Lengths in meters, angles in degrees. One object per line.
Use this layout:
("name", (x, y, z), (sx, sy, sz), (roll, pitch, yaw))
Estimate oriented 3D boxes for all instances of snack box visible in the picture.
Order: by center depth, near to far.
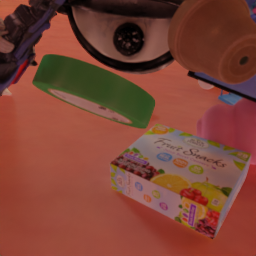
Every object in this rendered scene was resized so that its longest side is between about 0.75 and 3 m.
("snack box", (0.963, 0.795, 5.150), (2.012, 0.681, 1.697), (21, 38, 30))

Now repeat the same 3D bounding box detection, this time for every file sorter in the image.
("file sorter", (3.644, -1.195, 8.321), (1.453, 0.891, 1.008), (-13, 32, -20))

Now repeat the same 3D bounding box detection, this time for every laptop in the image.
("laptop", (2.334, -1.442, 3.846), (1.428, 2.451, 2.765), (18, 16, -12))

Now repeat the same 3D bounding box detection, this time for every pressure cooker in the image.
("pressure cooker", (0.191, -2.103, 4.999), (2.321, 2.357, 2.639), (-35, 4, 11))

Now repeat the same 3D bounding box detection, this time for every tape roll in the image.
("tape roll", (-0.503, -0.508, 4.319), (1.833, 0.440, 1.833), (20, -5, 2))

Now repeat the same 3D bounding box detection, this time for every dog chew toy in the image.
("dog chew toy", (2.748, 0.047, 5.676), (2.645, 1.647, 1.647), (1, 30, 15))

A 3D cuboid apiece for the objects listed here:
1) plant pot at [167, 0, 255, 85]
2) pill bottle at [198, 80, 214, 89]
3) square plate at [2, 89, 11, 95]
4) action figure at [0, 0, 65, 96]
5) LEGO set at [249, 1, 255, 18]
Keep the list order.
("plant pot", (0.814, -0.731, 2.437), (0.775, 0.775, 0.675), (-8, 42, -13))
("pill bottle", (2.927, -1.755, 9.522), (0.614, 0.614, 1.105), (26, 40, 37))
("square plate", (-5.084, -1.329, 7.686), (2.696, 0.383, 2.671), (3, -3, 4))
("action figure", (-2.051, -1.283, 3.565), (1.346, 2.574, 2.490), (56, 21, 13))
("LEGO set", (2.162, -1.835, 4.156), (1.017, 0.417, 0.388), (-46, 13, -14))
